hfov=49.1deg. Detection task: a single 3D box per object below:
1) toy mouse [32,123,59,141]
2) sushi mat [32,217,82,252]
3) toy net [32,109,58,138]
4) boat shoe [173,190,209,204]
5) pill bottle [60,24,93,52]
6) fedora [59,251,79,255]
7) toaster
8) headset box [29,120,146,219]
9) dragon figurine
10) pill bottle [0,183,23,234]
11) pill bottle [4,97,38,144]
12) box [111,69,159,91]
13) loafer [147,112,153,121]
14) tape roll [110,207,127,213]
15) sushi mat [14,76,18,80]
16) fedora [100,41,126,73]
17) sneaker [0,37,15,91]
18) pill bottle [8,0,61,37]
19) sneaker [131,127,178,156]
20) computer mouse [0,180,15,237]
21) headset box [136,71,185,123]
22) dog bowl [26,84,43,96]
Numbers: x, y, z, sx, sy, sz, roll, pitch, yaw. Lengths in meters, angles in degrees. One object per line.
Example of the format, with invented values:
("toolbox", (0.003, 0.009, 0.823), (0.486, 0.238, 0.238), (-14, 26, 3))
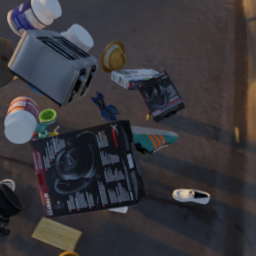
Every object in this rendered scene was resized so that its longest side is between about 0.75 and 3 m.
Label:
("toy mouse", (-2.566, 0.263, 8.363), (0.232, 1.066, 1.199), (-7, 62, 37))
("sushi mat", (-2.280, 3.407, 8.949), (1.476, 0.089, 0.706), (16, 51, 14))
("toy net", (-3.480, 0.287, 11.410), (1.272, 0.468, 2.425), (-10, 50, -9))
("boat shoe", (2.185, 2.308, 9.694), (1.242, 0.406, 0.457), (4, 49, 4))
("pill bottle", (-2.570, -3.002, 11.276), (2.310, 1.265, 1.265), (-33, 42, 28))
("fedora", (-1.760, 4.094, 8.175), (0.890, 0.363, 0.890), (1, 44, -1))
("toaster", (-2.457, -2.091, 9.467), (2.564, 1.522, 2.319), (34, 21, 1))
("headset box", (-1.117, 1.039, 7.004), (2.665, 1.029, 1.983), (-14, 88, 17))
("dragon figurine", (-0.653, -0.451, 9.891), (0.538, 0.909, 1.829), (-37, 72, -16))
("pill bottle", (-3.823, 2.407, 7.070), (2.104, 1.177, 1.177), (-38, 58, -12))
("pill bottle", (-2.708, -0.207, 7.133), (0.748, 0.748, 1.365), (-10, 29, -9))
("box", (0.408, -1.588, 9.080), (1.727, 0.300, 0.951), (-12, 37, -40))
("loafer", (1.089, -0.672, 12.361), (0.322, 0.285, 0.847), (19, 52, 16))
("tape roll", (-0.223, 1.893, 9.215), (0.596, 1.704, 1.704), (8, 49, 7))
("sushi mat", (-5.784, -2.936, 14.465), (0.602, 0.076, 1.257), (-25, 54, -20))
("fedora", (-0.378, -2.172, 8.864), (1.095, 1.095, 0.447), (-36, 58, -27))
("sneaker", (-5.027, -2.081, 10.702), (1.032, 1.466, 2.760), (23, 40, -33))
("pill bottle", (-3.620, -4.385, 10.897), (1.892, 1.095, 1.095), (-16, 45, 23))
("sneaker", (0.668, 0.434, 8.612), (2.119, 0.846, 0.756), (6, 0, -36))
("computer mouse", (-4.229, 2.665, 9.418), (1.023, 0.409, 1.866), (1, 55, 7))
("headset box", (0.963, -0.842, 8.060), (0.969, 0.503, 1.303), (-27, 63, 7))
("dog bowl", (-3.029, -1.473, 10.878), (1.760, 0.981, 0.436), (24, 75, 2))
